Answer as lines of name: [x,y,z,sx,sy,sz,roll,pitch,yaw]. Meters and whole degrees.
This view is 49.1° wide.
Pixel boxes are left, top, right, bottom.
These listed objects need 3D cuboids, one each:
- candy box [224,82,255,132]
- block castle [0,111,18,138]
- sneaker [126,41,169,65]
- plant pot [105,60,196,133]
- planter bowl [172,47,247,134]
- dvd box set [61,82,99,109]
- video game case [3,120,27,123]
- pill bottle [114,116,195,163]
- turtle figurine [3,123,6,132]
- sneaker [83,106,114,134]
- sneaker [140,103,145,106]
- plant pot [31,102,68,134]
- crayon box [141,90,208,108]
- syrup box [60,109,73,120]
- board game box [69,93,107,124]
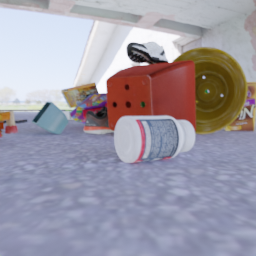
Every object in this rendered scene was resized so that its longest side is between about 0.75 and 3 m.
candy box: [3.994,-0.756,9.990,1.009,1.730,0.489,0,16,11]
block castle: [-3.629,0.025,6.730,1.626,0.763,1.087,-1,8,7]
sneaker: [0.590,-2.528,9.262,0.687,0.745,1.862,-19,-16,40]
plant pot: [0.584,-0.814,8.601,2.317,2.315,2.042,3,12,35]
planter bowl: [2.509,-1.195,9.270,2.726,2.726,1.135,2,6,27]
dvd box set: [-1.794,-1.242,10.838,1.332,0.196,0.975,-11,-36,3]
video game case: [-6.216,-0.355,15.109,1.115,0.157,1.234,1,5,2]
pill bottle: [0.475,0.169,4.741,1.263,0.755,0.755,-2,5,-29]
turtle figurine: [-5.500,-0.447,9.526,2.068,1.391,2.762,3,11,30]
sneaker: [-0.591,-0.292,9.613,0.840,0.893,2.181,3,6,36]
sneaker: [0.245,-0.565,11.294,1.882,0.802,0.734,-32,-13,38]
plant pot: [-2.450,-0.247,9.035,0.865,0.847,0.849,40,-13,-26]
crayon box: [1.829,-0.775,10.481,2.643,1.678,0.671,-3,-21,-17]
syrup box: [-4.324,-0.896,18.622,1.713,0.674,0.697,1,5,16]
board game box: [-1.148,-0.522,11.540,2.015,0.497,2.551,15,-36,-40]
